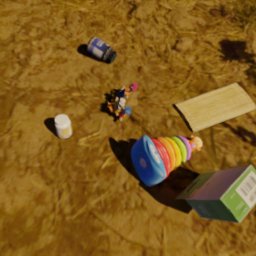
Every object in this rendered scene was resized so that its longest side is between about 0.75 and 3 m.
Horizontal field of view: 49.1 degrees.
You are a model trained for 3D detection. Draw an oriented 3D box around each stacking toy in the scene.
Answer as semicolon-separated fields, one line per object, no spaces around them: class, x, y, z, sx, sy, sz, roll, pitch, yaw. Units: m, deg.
stacking toy;1.562;0.814;9.520;2.616;1.436;1.518;-16;71;-28

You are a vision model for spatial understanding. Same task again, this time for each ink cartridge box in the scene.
ink cartridge box;2.593;1.924;8.175;1.355;2.611;0.774;-39;89;-21

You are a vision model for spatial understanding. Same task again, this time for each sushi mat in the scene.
sushi mat;3.490;-0.848;11.138;2.961;0.179;1.417;-19;60;-12

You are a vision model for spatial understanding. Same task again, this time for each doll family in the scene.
doll family;-0.304;-1.079;10.746;0.748;1.030;1.660;24;66;-20

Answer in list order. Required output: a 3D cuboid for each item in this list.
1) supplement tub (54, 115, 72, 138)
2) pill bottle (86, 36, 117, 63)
supplement tub;-2.362;-0.054;10.167;0.559;0.768;0.559;2;49;-2
pill bottle;-1.152;-3.431;12.431;1.287;0.720;0.720;32;61;3
